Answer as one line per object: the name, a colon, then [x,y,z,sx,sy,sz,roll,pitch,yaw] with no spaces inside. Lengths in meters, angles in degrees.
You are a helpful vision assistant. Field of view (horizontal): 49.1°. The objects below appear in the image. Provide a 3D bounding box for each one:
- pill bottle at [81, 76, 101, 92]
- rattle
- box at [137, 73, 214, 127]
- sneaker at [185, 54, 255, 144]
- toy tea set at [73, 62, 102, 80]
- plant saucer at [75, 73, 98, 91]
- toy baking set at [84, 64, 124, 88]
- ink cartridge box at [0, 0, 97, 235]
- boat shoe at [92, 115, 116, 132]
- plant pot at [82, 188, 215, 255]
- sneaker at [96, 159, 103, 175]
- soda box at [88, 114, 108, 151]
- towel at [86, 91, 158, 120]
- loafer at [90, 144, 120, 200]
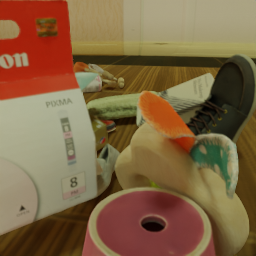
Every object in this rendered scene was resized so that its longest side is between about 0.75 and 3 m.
pill bottle: [-1.859,-1.946,12.474,1.224,0.694,0.694,-7,22,-20]
rattle: [0.929,0.231,3.247,1.990,2.786,1.814,-30,49,-18]
box: [1.273,-0.541,7.178,2.098,0.717,0.862,-21,51,28]
sneaker: [1.740,-0.250,5.705,1.283,2.416,0.903,-14,37,-27]
toy tea set: [-2.689,-2.247,13.378,1.715,1.068,2.884,45,37,21]
plant saucer: [-1.901,-0.572,6.772,2.759,0.531,2.759,-39,14,12]
toy baking set: [-1.088,-2.651,13.865,2.029,0.308,2.643,24,18,-7]
ink cartridge box: [-1.239,-0.017,2.753,1.823,2.243,0.640,-15,32,-30]
boat shoe: [-1.119,-0.123,7.917,1.535,0.480,0.546,-1,19,2]
plant pot: [0.177,1.418,2.569,1.589,1.422,1.589,-1,20,0]
sneaker: [-1.227,0.711,4.871,1.204,0.768,2.083,-32,10,-18]
soda box: [-1.387,-0.105,7.017,0.654,0.618,1.930,-32,46,-33]
towel: [-0.048,-0.762,9.205,2.716,0.495,2.015,-7,15,-8]
loafer: [-0.526,0.800,5.275,0.455,0.454,1.302,-27,19,30]
